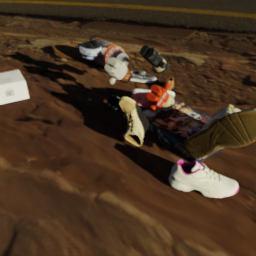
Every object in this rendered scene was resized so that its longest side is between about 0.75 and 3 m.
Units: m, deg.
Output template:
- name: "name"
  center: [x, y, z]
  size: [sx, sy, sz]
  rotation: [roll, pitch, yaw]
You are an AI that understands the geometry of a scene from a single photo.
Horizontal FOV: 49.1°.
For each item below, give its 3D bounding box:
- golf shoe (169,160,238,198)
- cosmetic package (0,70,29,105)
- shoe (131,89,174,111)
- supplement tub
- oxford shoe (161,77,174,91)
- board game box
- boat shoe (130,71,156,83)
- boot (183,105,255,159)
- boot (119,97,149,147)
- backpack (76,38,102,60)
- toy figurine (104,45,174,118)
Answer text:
- name: "golf shoe"
  center: [1.937, 1.281, 7.125]
  size: [1.756, 0.804, 0.661]
  rotation: [7, 34, 8]
- name: "cosmetic package"
  center: [-4.926, -1.658, 11.402]
  size: [1.357, 0.837, 1.361]
  rotation: [-17, 38, -23]
- name: "shoe"
  center: [0.893, -0.996, 10.315]
  size: [1.582, 0.565, 0.720]
  rotation: [3, 75, 6]
- name: "supplement tub"
  center: [-1.002, -3.636, 13.982]
  size: [1.241, 1.241, 2.321]
  rotation: [-24, 40, -31]
- name: "oxford shoe"
  center: [1.619, -1.747, 11.876]
  size: [0.485, 0.484, 1.359]
  rotation: [13, 38, 15]
- name: "board game box"
  center: [1.856, -0.018, 9.302]
  size: [1.854, 0.473, 2.736]
  rotation: [-23, 40, -30]
- name: "boat shoe"
  center: [0.618, -2.387, 12.815]
  size: [1.370, 0.464, 0.491]
  rotation: [10, 35, 14]
- name: "boot"
  center: [2.771, -0.121, 7.419]
  size: [1.833, 2.370, 0.854]
  rotation: [-34, 90, -43]
- name: "boot"
  center: [0.089, -0.194, 8.610]
  size: [0.499, 1.371, 1.066]
  rotation: [-21, 28, 33]
- name: "backpack"
  center: [-1.424, -2.971, 10.706]
  size: [0.808, 0.654, 0.849]
  rotation: [23, 46, 35]
- name: "toy figurine"
  center: [0.388, -1.476, 9.547]
  size: [2.156, 2.190, 1.523]
  rotation: [-14, -14, 23]
